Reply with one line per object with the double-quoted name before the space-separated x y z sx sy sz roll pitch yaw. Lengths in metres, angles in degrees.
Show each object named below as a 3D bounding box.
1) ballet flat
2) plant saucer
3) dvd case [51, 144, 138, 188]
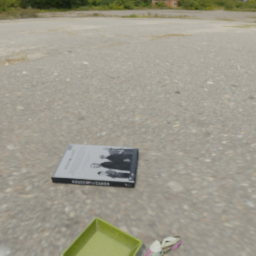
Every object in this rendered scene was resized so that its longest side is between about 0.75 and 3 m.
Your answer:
"ballet flat" 0.777 2.647 6.286 0.964 0.343 0.333 -13 29 -22
"plant saucer" -0.527 2.598 5.817 1.249 0.299 1.248 21 32 22
"dvd case" -0.974 1.177 9.090 2.513 0.311 1.889 2 28 5
